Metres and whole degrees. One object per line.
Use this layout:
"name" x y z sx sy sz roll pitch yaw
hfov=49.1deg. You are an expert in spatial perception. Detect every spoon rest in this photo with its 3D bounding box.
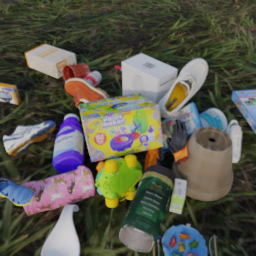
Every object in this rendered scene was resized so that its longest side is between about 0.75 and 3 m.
"spoon rest" -1.800 3.002 7.896 1.023 0.624 2.059 1 40 1

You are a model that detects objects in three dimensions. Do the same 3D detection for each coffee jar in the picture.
"coffee jar" 0.613 2.272 8.247 1.027 1.256 2.408 20 44 9

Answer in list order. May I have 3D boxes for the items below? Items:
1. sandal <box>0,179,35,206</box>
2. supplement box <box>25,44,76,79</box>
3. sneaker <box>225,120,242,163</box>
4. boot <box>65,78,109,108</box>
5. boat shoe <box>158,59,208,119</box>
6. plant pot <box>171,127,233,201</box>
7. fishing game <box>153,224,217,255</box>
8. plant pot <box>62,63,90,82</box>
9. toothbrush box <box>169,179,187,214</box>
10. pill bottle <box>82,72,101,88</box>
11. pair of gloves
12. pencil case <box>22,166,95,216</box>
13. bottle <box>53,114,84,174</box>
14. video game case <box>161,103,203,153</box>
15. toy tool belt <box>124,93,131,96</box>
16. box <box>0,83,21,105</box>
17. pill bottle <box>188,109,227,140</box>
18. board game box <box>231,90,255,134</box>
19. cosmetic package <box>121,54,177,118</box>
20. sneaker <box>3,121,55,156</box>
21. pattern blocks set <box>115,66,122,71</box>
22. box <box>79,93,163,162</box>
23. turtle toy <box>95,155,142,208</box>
"sandal" -3.293 1.808 7.989 1.349 0.588 0.536 10 51 19
"supplement box" -4.283 -3.739 15.587 2.435 0.895 1.535 24 46 27
"sneaker" 3.909 0.478 10.606 0.714 0.950 1.907 10 43 8
"boot" -2.193 -1.497 12.885 2.446 0.918 1.311 26 44 23
"boat shoe" 2.180 -1.584 10.718 1.017 1.001 2.868 43 81 -3
"plant pot" 2.562 1.028 9.236 2.086 1.810 2.086 1 40 -1
"fishing game" 1.592 3.283 7.837 1.836 0.285 1.315 6 43 6
"plant pot" -2.609 -2.807 14.454 1.125 1.125 1.094 33 42 32
"toothbrush box" 1.554 2.125 8.706 0.382 0.887 0.646 9 42 10
"pill bottle" -1.889 -2.303 14.018 0.740 0.740 1.318 16 40 18
"pair of gloves" 1.255 0.734 9.622 0.257 2.082 1.855 30 39 -24
"pencil case" -2.226 1.968 8.861 2.296 0.951 0.993 -15 39 -16
"bottle" -2.189 0.495 10.548 1.089 0.851 2.607 -24 39 13
"video game case" 1.706 0.095 10.583 2.193 0.195 1.569 -33 32 23
"toy tool belt" -0.363 -0.751 12.231 1.636 1.005 1.021 -36 92 -30
"box" -5.856 -1.649 13.149 1.497 0.891 0.310 10 42 12
"pill bottle" 2.816 0.071 10.930 1.958 1.085 1.085 -26 47 -22
"board game box" 6.126 -0.761 12.395 2.071 0.501 2.738 -4 41 -5
"cosmetic package" 0.887 -1.816 12.380 1.305 2.123 2.117 -31 50 -33
"sneaker" -3.793 0.162 10.641 2.037 0.767 0.898 -31 70 -12
"pattern blocks set" 0.387 -2.923 14.629 1.834 0.149 1.612 4 22 -29
"box" -0.357 -0.144 10.104 2.500 1.525 2.408 -11 18 -9
"turtle toy" -0.262 1.555 9.082 2.067 1.506 1.045 -10 15 -42
